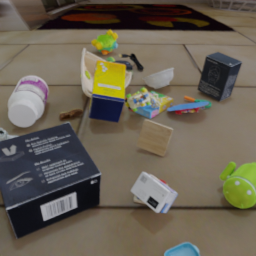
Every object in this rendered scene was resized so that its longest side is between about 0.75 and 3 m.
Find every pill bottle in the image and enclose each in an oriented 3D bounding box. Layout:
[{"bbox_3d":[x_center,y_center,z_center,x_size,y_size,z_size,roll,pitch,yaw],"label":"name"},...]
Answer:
[{"bbox_3d":[-4.326,-1.142,12.131,1.456,1.456,2.593,-3,33,-5],"label":"pill bottle"}]

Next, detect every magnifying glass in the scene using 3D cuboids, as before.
[{"bbox_3d":[3.308,-1.259,13.368,1.362,0.153,0.542,22,42,31],"label":"magnifying glass"}]

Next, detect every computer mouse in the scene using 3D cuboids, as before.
[{"bbox_3d":[-0.391,-4.007,16.978,2.482,0.571,1.743,-12,53,-19],"label":"computer mouse"}]

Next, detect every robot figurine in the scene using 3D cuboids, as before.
[{"bbox_3d":[3.442,1.680,8.168,1.671,0.966,1.466,-27,53,-37],"label":"robot figurine"}]

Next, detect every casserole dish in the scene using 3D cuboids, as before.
[{"bbox_3d":[1.283,3.100,6.695,0.901,0.175,0.546,-15,36,-21],"label":"casserole dish"}]

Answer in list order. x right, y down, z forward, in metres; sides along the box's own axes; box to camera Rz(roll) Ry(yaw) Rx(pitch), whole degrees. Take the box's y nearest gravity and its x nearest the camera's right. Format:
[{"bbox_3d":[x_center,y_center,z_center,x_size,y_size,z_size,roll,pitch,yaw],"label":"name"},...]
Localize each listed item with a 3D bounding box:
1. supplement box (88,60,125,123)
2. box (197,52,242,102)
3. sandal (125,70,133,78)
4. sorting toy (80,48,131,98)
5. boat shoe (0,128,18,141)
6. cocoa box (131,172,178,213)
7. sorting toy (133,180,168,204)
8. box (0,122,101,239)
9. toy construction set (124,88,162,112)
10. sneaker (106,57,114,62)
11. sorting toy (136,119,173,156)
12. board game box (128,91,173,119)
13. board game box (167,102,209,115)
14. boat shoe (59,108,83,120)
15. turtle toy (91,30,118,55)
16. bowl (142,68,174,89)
[{"bbox_3d":[-0.877,-1.573,11.837,1.295,1.287,2.364,9,48,-9],"label":"supplement box"},{"bbox_3d":[4.435,-2.517,13.716,1.017,1.899,1.410,-25,47,-34],"label":"box"},{"bbox_3d":[-1.098,-3.031,15.626,2.952,0.842,1.172,-17,37,-25],"label":"sandal"},{"bbox_3d":[-1.328,-2.172,13.630,2.723,1.455,2.452,23,39,-21],"label":"sorting toy"},{"bbox_3d":[-4.551,0.574,9.642,2.805,0.999,0.979,-11,34,-36],"label":"boat shoe"},{"bbox_3d":[0.694,1.724,7.452,0.962,0.641,0.631,33,3,37],"label":"cocoa box"},{"bbox_3d":[0.711,1.864,8.433,0.929,0.323,0.923,10,34,9],"label":"sorting toy"},{"bbox_3d":[-2.365,1.338,8.009,2.420,1.445,2.461,-17,45,-25],"label":"box"},{"bbox_3d":[0.598,-1.190,11.631,1.303,0.915,1.987,-23,-8,26],"label":"toy construction set"},{"bbox_3d":[-1.118,-4.068,17.568,0.564,0.500,1.350,-11,34,-24],"label":"sneaker"},{"bbox_3d":[0.972,0.330,10.099,1.063,1.056,0.370,20,17,12],"label":"sorting toy"},{"bbox_3d":[1.068,-1.103,13.044,1.330,0.351,1.739,25,41,35],"label":"board game box"},{"bbox_3d":[2.665,-0.801,12.464,1.852,0.361,1.463,-6,12,30],"label":"board game box"},{"bbox_3d":[-2.481,-0.560,12.248,1.066,0.384,0.360,-14,43,-9],"label":"boat shoe"},{"bbox_3d":[-1.617,-5.963,19.840,1.726,1.197,2.368,-33,37,-6],"label":"turtle toy"},{"bbox_3d":[1.649,-2.499,14.566,1.695,0.762,1.695,-19,7,2],"label":"bowl"}]
